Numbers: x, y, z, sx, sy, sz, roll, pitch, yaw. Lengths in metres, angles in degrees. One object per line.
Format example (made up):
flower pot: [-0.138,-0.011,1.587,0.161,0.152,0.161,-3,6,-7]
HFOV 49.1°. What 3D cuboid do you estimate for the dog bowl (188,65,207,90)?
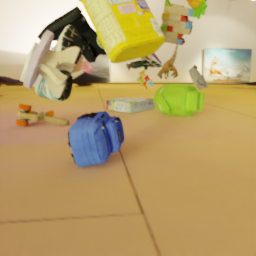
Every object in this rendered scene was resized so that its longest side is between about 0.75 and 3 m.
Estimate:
dog bowl: [3.163,-2.266,12.750,0.349,1.190,1.190,-29,-2,27]

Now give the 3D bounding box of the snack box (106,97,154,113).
snack box: [0.174,-1.351,16.041,1.729,0.644,2.431,9,15,36]

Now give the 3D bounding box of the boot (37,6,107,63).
boot: [-2.340,-3.655,12.014,2.679,2.251,1.023,-13,43,35]

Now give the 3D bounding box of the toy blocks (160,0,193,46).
toy blocks: [1.607,-3.273,8.939,1.024,1.498,0.749,16,40,13]

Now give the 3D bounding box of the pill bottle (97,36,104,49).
pill bottle: [-0.575,-3.076,9.160,0.619,0.619,1.114,-6,-8,-25]

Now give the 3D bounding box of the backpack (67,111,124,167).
backpack: [-0.791,0.224,6.943,1.236,1.197,1.473,-13,12,16]

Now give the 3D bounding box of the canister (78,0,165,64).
canister: [-0.192,-2.729,6.742,1.569,2.113,0.915,-21,-9,-29]

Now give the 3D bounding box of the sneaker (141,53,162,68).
sneaker: [0.896,-3.162,11.715,0.777,0.804,1.928,8,-17,38]

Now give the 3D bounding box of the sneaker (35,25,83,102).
sneaker: [-2.448,-2.259,9.457,1.199,2.779,1.078,5,-19,26]

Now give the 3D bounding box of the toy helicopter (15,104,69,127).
toy helicopter: [-3.526,-0.402,11.845,2.179,0.860,1.441,12,4,4]

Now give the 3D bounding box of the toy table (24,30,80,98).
toy table: [-2.084,-1.673,7.734,0.998,1.705,1.567,25,38,-11]

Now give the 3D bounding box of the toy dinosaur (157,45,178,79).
toy dinosaur: [2.261,-3.408,15.199,0.731,2.419,1.285,-16,63,-41]

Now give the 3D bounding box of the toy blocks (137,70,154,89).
toy blocks: [0.730,-1.845,11.409,0.297,0.818,0.682,-26,-21,-24]

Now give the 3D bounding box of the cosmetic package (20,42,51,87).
cosmetic package: [-3.386,-2.396,11.423,1.502,1.506,0.926,22,-37,-29]

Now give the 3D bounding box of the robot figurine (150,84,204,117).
robot figurine: [2.461,-1.411,14.153,2.719,1.573,2.385,12,16,43]

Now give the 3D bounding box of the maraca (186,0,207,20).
maraca: [1.643,-3.076,6.634,0.504,0.942,0.646,-9,-3,-17]

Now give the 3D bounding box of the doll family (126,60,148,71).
doll family: [0.517,-3.912,13.723,1.688,1.146,2.921,-6,-17,14]
